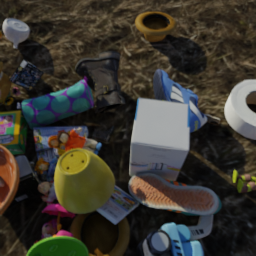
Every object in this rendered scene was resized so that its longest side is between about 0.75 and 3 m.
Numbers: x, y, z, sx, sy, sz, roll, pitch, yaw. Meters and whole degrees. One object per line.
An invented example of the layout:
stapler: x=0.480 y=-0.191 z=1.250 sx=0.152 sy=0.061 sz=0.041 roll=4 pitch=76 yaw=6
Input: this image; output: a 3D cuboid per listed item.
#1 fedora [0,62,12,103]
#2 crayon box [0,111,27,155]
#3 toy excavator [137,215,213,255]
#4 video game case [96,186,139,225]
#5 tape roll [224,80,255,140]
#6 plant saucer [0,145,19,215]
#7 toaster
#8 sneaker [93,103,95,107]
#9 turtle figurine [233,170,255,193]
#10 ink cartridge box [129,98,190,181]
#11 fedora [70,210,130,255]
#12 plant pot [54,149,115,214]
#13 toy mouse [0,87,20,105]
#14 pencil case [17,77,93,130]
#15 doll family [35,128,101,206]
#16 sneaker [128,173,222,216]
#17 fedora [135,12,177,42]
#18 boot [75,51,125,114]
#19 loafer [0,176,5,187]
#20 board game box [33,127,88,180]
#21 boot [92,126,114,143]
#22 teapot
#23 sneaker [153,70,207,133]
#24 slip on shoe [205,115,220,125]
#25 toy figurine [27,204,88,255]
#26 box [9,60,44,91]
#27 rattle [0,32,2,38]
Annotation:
fedora: x=-5.084 y=-1.567 z=10.836 sx=0.807 sy=1.980 sz=1.980 roll=27 pitch=48 yaw=-36
crayon box: x=-4.956 y=0.268 z=9.982 sx=2.442 sy=0.711 sz=1.450 roll=-6 pitch=57 yaw=-4
toy excavator: x=1.619 y=3.206 z=7.965 sx=2.597 sy=1.297 sz=2.525 roll=-1 pitch=55 yaw=-17
video game case: x=-0.447 y=2.220 z=8.410 sx=1.145 sy=1.599 sz=0.144 roll=31 pitch=106 yaw=19
tape roll: x=4.889 y=-0.706 z=10.551 sx=2.325 sy=0.813 sz=2.325 roll=0 pitch=57 yaw=0
plant saucer: x=-4.252 y=1.612 z=7.749 sx=2.575 sy=0.416 sz=2.575 roll=-4 pitch=59 yaw=7
toaster: x=-3.522 y=1.731 z=8.675 sx=1.530 sy=1.383 sz=0.908 roll=-23 pitch=56 yaw=-14
sneaker: x=-1.833 y=-1.027 z=11.010 sx=1.035 sy=0.395 sz=0.593 roll=-4 pitch=64 yaw=4
turtle figurine: x=4.312 y=1.712 z=9.098 sx=1.639 sy=0.654 sz=2.032 roll=2 pitch=39 yaw=2
ink cartridge box: x=0.947 y=0.460 z=8.946 sx=1.625 sy=2.247 sz=1.654 roll=7 pitch=58 yaw=3
fedora: x=-0.798 y=3.132 z=8.125 sx=1.835 sy=0.748 sz=1.835 roll=-1 pitch=51 yaw=1
plant pot: x=-1.325 y=1.295 z=7.796 sx=1.736 sy=1.232 sz=1.736 roll=-6 pitch=45 yaw=6
toy mouse: x=-4.677 y=-1.342 z=11.207 sx=1.148 sy=0.222 sz=1.021 roll=-20 pitch=53 yaw=10
pencil case: x=-2.571 y=-0.886 z=10.247 sx=2.604 sy=1.108 sz=1.203 roll=-18 pitch=69 yaw=0
doll family: x=-2.050 y=1.139 z=8.968 sx=1.606 sy=1.166 sz=2.588 roll=20 pitch=92 yaw=-16
sneaker: x=1.396 y=2.152 z=8.656 sx=2.874 sy=1.148 sz=1.026 roll=9 pitch=71 yaw=31
fedora: x=1.270 y=-4.616 z=13.066 sx=2.038 sy=0.831 sz=2.038 roll=3 pitch=51 yaw=-3
boot: x=-1.186 y=-1.646 z=10.945 sx=2.560 sy=0.886 sz=2.229 roll=-9 pitch=79 yaw=43
loafer: x=-3.822 y=1.326 z=7.705 sx=1.094 sy=0.414 sz=0.374 roll=35 pitch=71 yaw=25
board game box: x=-2.225 y=0.677 z=9.764 sx=1.843 sy=0.569 sz=1.844 roll=-14 pitch=61 yaw=-8
boot: x=-0.928 y=0.161 z=10.328 sx=0.683 sy=0.272 sz=0.785 roll=16 pitch=57 yaw=13
teapot: x=-5.211 y=-4.368 z=12.908 sx=1.224 sy=0.906 sz=1.240 roll=35 pitch=35 yaw=0
sneaker: x=1.883 y=-1.047 z=10.677 sx=1.212 sy=1.090 sz=2.947 roll=-18 pitch=65 yaw=-16
slip on shoe: x=3.098 y=-0.293 z=10.616 sx=0.763 sy=0.290 sz=0.231 roll=17 pitch=52 yaw=2
toy figurine: x=-2.082 y=3.058 z=7.858 sx=1.519 sy=2.024 sz=1.863 roll=30 pitch=18 yaw=-25
box: x=-3.949 y=-2.029 z=10.995 sx=0.280 sy=1.217 sz=0.967 roll=37 pitch=92 yaw=13
rattle: x=-5.090 y=-3.267 z=10.761 sx=2.840 sy=2.029 sz=1.849 roll=12 pitch=87 yaw=28
